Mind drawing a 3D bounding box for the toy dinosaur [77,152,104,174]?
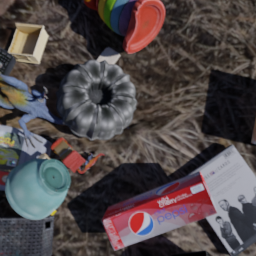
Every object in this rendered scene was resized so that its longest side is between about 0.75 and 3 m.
[{"bbox_3d":[-1.231,1.073,8.548,0.816,0.741,0.428,-27,114,30],"label":"toy dinosaur"}]

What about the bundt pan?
[{"bbox_3d":[-0.899,-0.956,8.531,2.594,0.973,2.594,3,76,-13],"label":"bundt pan"}]

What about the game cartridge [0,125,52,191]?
[{"bbox_3d":[-3.970,0.913,8.708,2.942,0.601,1.958,8,76,2],"label":"game cartridge"}]

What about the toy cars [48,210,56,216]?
[{"bbox_3d":[-2.348,2.203,8.195,0.407,0.909,0.201,-17,124,-9],"label":"toy cars"}]

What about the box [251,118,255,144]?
[{"bbox_3d":[4.470,-0.581,8.360,0.881,1.076,2.266,13,80,7],"label":"box"}]

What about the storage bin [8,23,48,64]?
[{"bbox_3d":[-3.373,-2.802,9.290,1.125,0.531,1.133,9,75,10],"label":"storage bin"}]

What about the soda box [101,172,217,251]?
[{"bbox_3d":[0.822,2.270,7.756,2.983,1.044,0.946,-24,93,10],"label":"soda box"}]

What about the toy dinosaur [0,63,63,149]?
[{"bbox_3d":[-2.911,-0.937,8.436,1.546,2.671,2.944,-45,50,17],"label":"toy dinosaur"}]

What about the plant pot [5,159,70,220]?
[{"bbox_3d":[-2.117,1.395,7.071,1.021,1.524,1.524,-34,79,28],"label":"plant pot"}]

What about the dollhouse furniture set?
[{"bbox_3d":[-2.193,1.148,8.207,1.631,0.663,0.878,-42,49,-10],"label":"dollhouse furniture set"}]

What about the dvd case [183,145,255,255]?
[{"bbox_3d":[3.137,2.172,8.507,2.027,0.334,2.697,-33,82,-4],"label":"dvd case"}]

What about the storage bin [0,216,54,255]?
[{"bbox_3d":[-3.362,3.011,7.650,2.361,1.596,1.107,-1,75,-1],"label":"storage bin"}]

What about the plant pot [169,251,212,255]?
[{"bbox_3d":[1.948,4.250,7.492,1.249,1.407,1.404,32,50,-21],"label":"plant pot"}]

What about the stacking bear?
[{"bbox_3d":[-0.368,-3.951,9.057,2.835,1.722,1.612,41,46,21],"label":"stacking bear"}]

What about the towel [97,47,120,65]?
[{"bbox_3d":[-0.706,-2.294,9.493,0.564,0.147,0.852,32,81,6],"label":"towel"}]

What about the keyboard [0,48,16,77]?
[{"bbox_3d":[-4.693,-1.563,8.988,1.506,0.244,2.369,32,94,12],"label":"keyboard"}]
